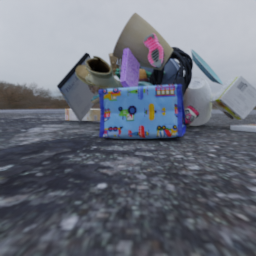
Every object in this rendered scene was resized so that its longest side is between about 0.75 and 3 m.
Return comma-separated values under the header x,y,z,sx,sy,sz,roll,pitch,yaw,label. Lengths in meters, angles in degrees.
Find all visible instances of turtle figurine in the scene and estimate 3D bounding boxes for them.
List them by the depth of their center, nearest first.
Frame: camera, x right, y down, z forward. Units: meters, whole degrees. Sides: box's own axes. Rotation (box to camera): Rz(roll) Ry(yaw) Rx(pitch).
x,y,z,sx,sy,sz,roll,pitch,yaw,label
0.522,-1.925,11.314,1.940,2.592,1.305,-11,1,0,turtle figurine

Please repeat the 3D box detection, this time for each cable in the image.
x,y,z,sx,sy,sz,roll,pitch,yaw,label
1.404,-1.605,10.114,0.667,2.627,2.143,13,-4,-25,cable

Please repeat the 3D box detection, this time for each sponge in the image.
x,y,z,sx,sy,sz,roll,pitch,yaw,label
0.067,-1.661,8.411,0.207,1.387,0.773,-13,-38,26,sponge

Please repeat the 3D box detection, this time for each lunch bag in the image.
x,y,z,sx,sy,sz,roll,pitch,yaw,label
0.598,-0.308,8.460,2.172,1.357,2.885,-1,-5,14,lunch bag

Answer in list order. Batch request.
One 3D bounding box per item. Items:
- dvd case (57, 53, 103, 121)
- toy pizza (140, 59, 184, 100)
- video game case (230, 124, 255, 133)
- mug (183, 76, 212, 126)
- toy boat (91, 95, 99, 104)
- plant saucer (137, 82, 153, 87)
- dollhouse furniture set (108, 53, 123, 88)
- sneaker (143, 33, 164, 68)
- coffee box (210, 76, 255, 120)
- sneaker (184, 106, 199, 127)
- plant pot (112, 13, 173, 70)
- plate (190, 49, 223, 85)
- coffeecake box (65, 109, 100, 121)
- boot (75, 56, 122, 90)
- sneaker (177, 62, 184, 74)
x,y,z,sx,sy,sz,roll,pitch,yaw,label
-2.174,-1.874,13.524,0.263,2.136,2.994,28,-19,22,dvd case
1.306,-1.622,11.799,0.472,2.981,2.981,-8,9,-38,toy pizza
4.905,0.005,9.947,2.040,0.178,1.459,-3,5,-29,video game case
2.560,-1.286,11.748,1.957,1.716,1.445,29,56,33,mug
-1.360,-1.374,12.543,0.636,0.351,0.756,-23,10,39,toy boat
0.141,-0.921,10.497,2.087,2.087,0.286,4,-26,39,plant saucer
0.839,-1.894,12.805,2.823,2.969,2.419,-12,30,-5,dollhouse furniture set
0.850,-2.170,8.179,0.506,1.281,0.611,-23,-37,21,sneaker
4.060,-1.094,10.585,1.160,1.162,1.149,41,-2,-3,coffee box
2.050,-0.326,10.387,0.614,0.663,1.645,-43,-9,-11,sneaker
0.590,-2.690,9.349,1.677,1.570,1.570,30,5,-1,plant pot
2.536,-1.955,9.223,0.203,1.592,1.592,-43,-16,25,plate
-2.441,-0.747,15.874,1.786,0.652,1.371,2,5,23,coffeecake box
-1.365,-2.227,11.005,2.230,0.804,1.724,28,-10,20,boot
2.044,-2.500,13.079,1.099,0.795,2.250,-27,25,23,sneaker
